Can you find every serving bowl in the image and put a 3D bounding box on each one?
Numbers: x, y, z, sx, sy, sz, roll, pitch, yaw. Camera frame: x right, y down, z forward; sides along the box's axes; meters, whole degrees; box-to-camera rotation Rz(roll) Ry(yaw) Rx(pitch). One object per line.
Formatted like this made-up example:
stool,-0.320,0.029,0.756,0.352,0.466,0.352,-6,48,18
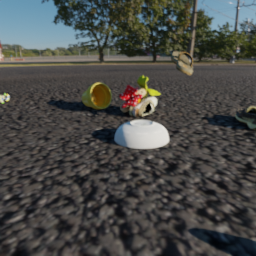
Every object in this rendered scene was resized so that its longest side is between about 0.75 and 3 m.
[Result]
serving bowl,0.469,0.124,9.838,1.917,0.631,1.917,-1,16,0

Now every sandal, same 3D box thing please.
sandal,2.286,-2.757,11.432,0.852,0.573,2.122,17,30,-8

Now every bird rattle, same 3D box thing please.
bird rattle,0.369,-1.351,13.517,1.351,1.956,2.399,43,48,1

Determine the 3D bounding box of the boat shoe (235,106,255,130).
boat shoe,5.235,-0.533,11.801,0.874,0.774,2.387,0,16,-2

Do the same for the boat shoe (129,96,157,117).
boat shoe,0.910,-0.973,13.505,0.707,0.773,2.068,14,31,33

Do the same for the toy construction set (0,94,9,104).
toy construction set,-7.346,-1.759,16.439,0.756,0.531,1.153,-31,17,-14

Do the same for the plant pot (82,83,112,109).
plant pot,-1.759,-1.612,14.814,1.348,1.348,1.268,-13,5,-38
